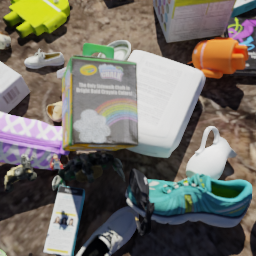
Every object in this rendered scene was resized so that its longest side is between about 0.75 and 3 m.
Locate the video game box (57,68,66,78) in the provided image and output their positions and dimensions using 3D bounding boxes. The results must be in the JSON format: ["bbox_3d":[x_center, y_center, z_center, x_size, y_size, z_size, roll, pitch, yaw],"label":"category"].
[{"bbox_3d":[-1.355,-1.523,7.735,0.959,0.874,0.225,-6,95,-34],"label":"video game box"}]

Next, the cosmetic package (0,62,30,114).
[{"bbox_3d":[-4.026,-1.400,7.877,2.213,0.819,1.125,33,67,18],"label":"cosmetic package"}]

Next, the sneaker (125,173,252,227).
[{"bbox_3d":[1.285,1.347,5.915,2.678,1.067,1.038,4,38,-7],"label":"sneaker"}]

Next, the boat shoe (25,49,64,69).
[{"bbox_3d":[-2.548,-2.106,8.405,1.185,0.505,0.438,-3,62,-2],"label":"boat shoe"}]

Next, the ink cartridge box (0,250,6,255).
[{"bbox_3d":[-3.018,2.419,5.370,0.490,1.456,0.853,-42,26,-15],"label":"ink cartridge box"}]

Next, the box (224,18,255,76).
[{"bbox_3d":[3.877,-2.535,8.703,1.539,0.389,2.153,2,63,1],"label":"box"}]

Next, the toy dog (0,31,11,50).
[{"bbox_3d":[-4.163,-2.682,8.700,0.993,0.693,0.963,4,27,4],"label":"toy dog"}]

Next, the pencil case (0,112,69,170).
[{"bbox_3d":[-2.800,0.197,6.274,2.807,1.200,1.178,12,70,-23],"label":"pencil case"}]

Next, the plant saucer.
[{"bbox_3d":[-0.390,-2.095,8.340,1.177,0.295,1.177,-17,51,22],"label":"plant saucer"}]

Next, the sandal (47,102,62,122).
[{"bbox_3d":[-1.748,-0.439,6.970,1.561,0.513,0.572,18,88,52],"label":"sandal"}]

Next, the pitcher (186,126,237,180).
[{"bbox_3d":[1.888,0.678,6.660,1.255,0.761,1.077,-40,105,-23],"label":"pitcher"}]

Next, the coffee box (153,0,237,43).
[{"bbox_3d":[1.981,-4.099,8.652,1.934,1.913,1.931,-10,63,-5],"label":"coffee box"}]

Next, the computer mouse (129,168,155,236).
[{"bbox_3d":[0.273,1.379,5.259,0.281,0.857,1.221,1,26,-17],"label":"computer mouse"}]

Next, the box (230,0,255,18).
[{"bbox_3d":[3.905,-4.384,9.650,1.753,0.431,0.721,-25,65,-13],"label":"box"}]

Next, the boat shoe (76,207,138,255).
[{"bbox_3d":[-0.461,2.369,5.954,1.801,0.592,0.648,-36,76,-17],"label":"boat shoe"}]

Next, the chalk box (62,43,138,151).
[{"bbox_3d":[-0.641,-0.650,5.868,1.357,1.350,2.180,2,80,-20],"label":"chalk box"}]

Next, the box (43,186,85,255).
[{"bbox_3d":[-1.297,1.919,5.831,0.548,0.327,1.332,8,64,1],"label":"box"}]

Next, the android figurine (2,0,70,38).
[{"bbox_3d":[-2.957,-3.986,9.433,2.329,0.478,2.120,-42,69,-18],"label":"android figurine"}]

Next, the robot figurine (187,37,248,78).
[{"bbox_3d":[2.531,-2.019,7.984,1.598,1.150,0.932,13,18,36],"label":"robot figurine"}]

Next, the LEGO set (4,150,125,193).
[{"bbox_3d":[-1.192,0.789,6.030,1.806,2.782,0.788,-32,59,18],"label":"LEGO set"}]

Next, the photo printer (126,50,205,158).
[{"bbox_3d":[0.548,-0.614,7.358,2.240,0.935,2.692,21,65,12],"label":"photo printer"}]
